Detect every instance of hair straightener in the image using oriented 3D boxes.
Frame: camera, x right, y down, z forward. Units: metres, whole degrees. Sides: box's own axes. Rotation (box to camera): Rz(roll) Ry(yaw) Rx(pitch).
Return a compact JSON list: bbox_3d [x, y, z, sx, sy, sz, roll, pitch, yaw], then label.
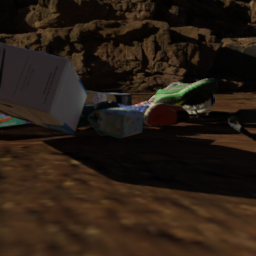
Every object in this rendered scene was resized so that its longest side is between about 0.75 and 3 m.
[{"bbox_3d":[3.203,-0.426,8.700,2.534,0.518,0.975,6,4,25],"label":"hair straightener"}]

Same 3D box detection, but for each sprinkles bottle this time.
[{"bbox_3d":[-1.291,-1.094,10.490,1.654,0.565,0.565,5,4,-35],"label":"sprinkles bottle"}]

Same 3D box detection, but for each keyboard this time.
[{"bbox_3d":[2.618,0.005,6.637,0.689,0.147,1.148,38,11,2],"label":"keyboard"}]

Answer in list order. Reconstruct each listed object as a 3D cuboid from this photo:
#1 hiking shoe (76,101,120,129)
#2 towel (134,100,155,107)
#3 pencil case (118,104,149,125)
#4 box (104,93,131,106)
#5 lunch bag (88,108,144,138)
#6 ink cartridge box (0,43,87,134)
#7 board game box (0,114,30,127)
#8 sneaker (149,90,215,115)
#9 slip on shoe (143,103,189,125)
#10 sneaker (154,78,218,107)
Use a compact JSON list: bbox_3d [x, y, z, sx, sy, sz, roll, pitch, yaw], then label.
[{"bbox_3d":[-1.431,-0.310,7.844,2.374,0.883,1.029,3,-8,-20],"label":"hiking shoe"},{"bbox_3d":[0.467,-0.723,10.358,2.183,0.326,1.597,-15,14,-16],"label":"towel"},{"bbox_3d":[-0.002,-0.454,8.857,1.577,0.615,0.685,7,19,32],"label":"pencil case"},{"bbox_3d":[-0.689,-1.260,13.579,1.378,0.849,1.366,5,8,18],"label":"box"},{"bbox_3d":[-0.311,-0.163,6.852,1.092,0.666,0.930,12,14,31],"label":"lunch bag"},{"bbox_3d":[-2.481,-0.892,6.029,2.741,1.154,1.982,15,-11,6],"label":"ink cartridge box"},{"bbox_3d":[-4.289,-0.402,8.390,1.988,0.588,2.614,-11,13,-41],"label":"board game box"},{"bbox_3d":[2.512,-1.265,12.021,2.918,1.176,2.137,-5,11,35],"label":"sneaker"},{"bbox_3d":[1.141,-0.357,8.105,1.742,0.645,0.533,-5,25,-41],"label":"slip on shoe"},{"bbox_3d":[1.812,-1.218,9.117,2.197,0.936,0.857,-14,-36,27],"label":"sneaker"}]
